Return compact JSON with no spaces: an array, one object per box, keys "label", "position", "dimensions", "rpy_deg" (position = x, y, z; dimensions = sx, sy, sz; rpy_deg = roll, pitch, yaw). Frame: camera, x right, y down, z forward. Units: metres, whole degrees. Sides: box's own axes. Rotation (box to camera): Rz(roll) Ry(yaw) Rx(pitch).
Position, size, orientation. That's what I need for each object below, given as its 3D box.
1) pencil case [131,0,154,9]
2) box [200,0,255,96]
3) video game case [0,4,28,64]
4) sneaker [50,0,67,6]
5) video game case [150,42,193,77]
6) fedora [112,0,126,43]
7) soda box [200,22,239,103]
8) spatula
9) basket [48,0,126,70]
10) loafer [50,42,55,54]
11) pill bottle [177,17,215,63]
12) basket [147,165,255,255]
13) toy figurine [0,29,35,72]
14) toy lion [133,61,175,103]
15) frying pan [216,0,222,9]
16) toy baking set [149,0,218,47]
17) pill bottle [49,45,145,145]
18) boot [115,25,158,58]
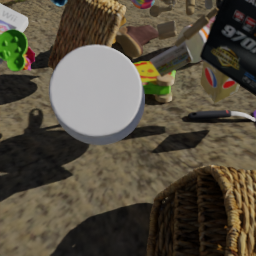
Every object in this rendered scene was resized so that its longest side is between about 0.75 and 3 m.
[{"label":"pencil case","position":[0.605,-4.138,8.308],"dimensions":[0.924,0.924,2.090],"rpy_deg":[-6,15,-6]},{"label":"box","position":[1.916,-1.038,3.720],"dimensions":[1.710,1.359,0.393],"rpy_deg":[41,65,17]},{"label":"video game case","position":[-4.034,-1.960,6.540],"dimensions":[2.123,0.267,2.964],"rpy_deg":[25,67,-6]},{"label":"sneaker","position":[-2.191,-4.146,8.366],"dimensions":[1.002,1.110,2.710],"rpy_deg":[8,2,-21]},{"label":"video game case","position":[1.166,-1.802,7.458],"dimensions":[0.975,0.888,0.112],"rpy_deg":[-27,64,16]},{"label":"fedora","position":[-0.536,-3.471,8.490],"dimensions":[0.728,1.786,1.786],"rpy_deg":[-22,40,13]},{"label":"soda box","position":[1.842,-1.249,5.294],"dimensions":[0.579,1.810,0.613],"rpy_deg":[-26,65,-3]},{"label":"spatula","position":[3.330,-0.373,8.513],"dimensions":[2.991,0.307,0.845],"rpy_deg":[2,40,3]},{"label":"basket","position":[-0.684,-1.951,6.541],"dimensions":[1.486,1.995,1.424],"rpy_deg":[35,26,21]},{"label":"loafer","position":[-2.304,-3.374,11.473],"dimensions":[0.804,0.906,2.384],"rpy_deg":[24,42,30]},{"label":"pill bottle","position":[3.353,-3.663,11.322],"dimensions":[2.508,1.432,1.432],"rpy_deg":[-27,49,-27]},{"label":"basket","position":[1.325,1.918,4.746],"dimensions":[2.013,1.929,2.702],"rpy_deg":[8,42,8]},{"label":"toy figurine","position":[-2.079,-1.388,5.502],"dimensions":[0.617,0.757,0.822],"rpy_deg":[-20,82,4]},{"label":"toy lion","position":[0.486,-1.737,9.787],"dimensions":[2.422,0.831,2.321],"rpy_deg":[-6,35,-6]},{"label":"frying pan","position":[2.269,-2.460,6.450],"dimensions":[0.421,1.564,2.586],"rpy_deg":[-6,72,3]},{"label":"toy baking set","position":[1.149,-2.479,5.585],"dimensions":[1.254,1.634,0.190],"rpy_deg":[57,23,-1]},{"label":"pill bottle","position":[-0.465,-0.418,4.732],"dimensions":[1.407,1.407,2.482],"rpy_deg":[0,-3,-3]},{"label":"boot","position":[0.591,-3.853,11.972],"dimensions":[1.928,0.839,2.318],"rpy_deg":[-19,43,-19]}]
